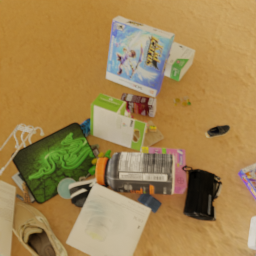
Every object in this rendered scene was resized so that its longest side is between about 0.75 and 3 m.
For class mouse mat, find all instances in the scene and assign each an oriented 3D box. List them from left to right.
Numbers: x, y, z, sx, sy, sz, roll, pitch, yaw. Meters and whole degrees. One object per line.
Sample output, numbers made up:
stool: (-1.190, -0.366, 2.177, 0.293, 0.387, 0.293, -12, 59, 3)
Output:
mouse mat: (-2.645, 1.316, 10.580, 2.756, 0.104, 2.218, -29, 104, -18)

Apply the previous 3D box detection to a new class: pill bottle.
pill bottle: (0.240, 1.528, 9.550, 2.603, 1.383, 1.383, 2, 58, 7)

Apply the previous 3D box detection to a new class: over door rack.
over door rack: (-4.349, 0.840, 10.624, 1.679, 0.757, 2.273, 7, 49, 48)

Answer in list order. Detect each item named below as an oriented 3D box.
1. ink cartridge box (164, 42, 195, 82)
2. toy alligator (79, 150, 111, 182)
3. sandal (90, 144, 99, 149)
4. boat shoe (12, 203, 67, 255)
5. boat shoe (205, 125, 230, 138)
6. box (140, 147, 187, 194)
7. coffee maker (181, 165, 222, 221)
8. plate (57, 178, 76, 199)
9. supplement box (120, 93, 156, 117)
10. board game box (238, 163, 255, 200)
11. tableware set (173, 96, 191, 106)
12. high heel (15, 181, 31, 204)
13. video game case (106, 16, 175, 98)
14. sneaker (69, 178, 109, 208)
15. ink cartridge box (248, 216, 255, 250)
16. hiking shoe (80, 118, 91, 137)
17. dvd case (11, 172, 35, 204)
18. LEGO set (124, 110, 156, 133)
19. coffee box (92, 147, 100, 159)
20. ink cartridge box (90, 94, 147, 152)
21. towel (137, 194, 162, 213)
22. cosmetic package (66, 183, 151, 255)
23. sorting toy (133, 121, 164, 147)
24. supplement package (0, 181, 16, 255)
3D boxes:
ink cartridge box: (1.963, -3.469, 13.862, 2.154, 0.895, 1.579, 28, 62, 17)
toy alligator: (-1.161, 1.519, 10.837, 1.745, 0.517, 0.473, -46, 31, -22)
sandal: (-1.602, 0.843, 11.610, 0.824, 0.235, 0.327, -24, 61, -14)
boat shoe: (-3.193, 3.525, 9.462, 1.078, 0.970, 2.988, -40, 61, -21)
boat shoe: (3.882, 0.105, 11.995, 1.168, 0.363, 0.436, -16, 58, -11)
box: (1.304, 1.623, 10.772, 1.737, 0.840, 1.528, 4, 58, 3)
coffee maker: (2.480, 2.390, 10.028, 1.551, 1.087, 1.615, 16, 65, -3)
plate: (-2.301, 2.306, 10.651, 0.765, 0.098, 0.765, 6, 76, -23)
supplement box: (0.457, -1.005, 12.347, 1.506, 0.820, 0.459, 12, 58, 13)
board game box: (5.548, 1.904, 10.828, 2.029, 0.454, 1.364, -20, 60, -12)
tableware set: (2.492, -1.181, 12.942, 0.781, 0.120, 0.526, -12, 62, -9)
high heel: (-3.675, 2.303, 10.394, 0.665, 0.333, 0.933, 24, 77, 16)
video game case: (0.417, -3.096, 12.464, 2.630, 2.902, 0.659, 22, 41, 13)
sneaker: (-1.208, 2.459, 10.436, 1.877, 0.686, 1.050, -12, 67, -4)
ink cartridge box: (4.999, 3.759, 9.539, 1.500, 0.632, 1.085, 15, 65, 9)
hiking shoe: (-1.984, 0.127, 11.784, 0.586, 0.682, 1.574, 29, 63, 17)
dvd case: (-3.395, 1.840, 11.001, 1.839, 0.227, 1.382, -40, 67, -20)
LEGO set: (0.349, -0.319, 11.764, 1.782, 0.663, 0.820, 27, 43, 33)
coffee box: (-1.547, 1.185, 11.344, 0.831, 0.331, 0.475, -26, 62, -15)
ink cartridge box: (-0.318, -0.186, 11.326, 2.295, 1.696, 0.869, 19, 45, 11)
towel: (0.806, 2.763, 10.449, 0.845, 0.205, 0.472, 33, 63, 19)
cosmetic package: (-0.603, 3.223, 9.229, 2.036, 1.256, 2.042, 23, 74, 6)
sorting toy: (0.825, 0.333, 11.861, 0.975, 0.341, 0.981, -28, 62, -15)
supplement package: (-5.093, 3.054, 8.986, 1.922, 1.937, 2.552, -15, 59, 11)
